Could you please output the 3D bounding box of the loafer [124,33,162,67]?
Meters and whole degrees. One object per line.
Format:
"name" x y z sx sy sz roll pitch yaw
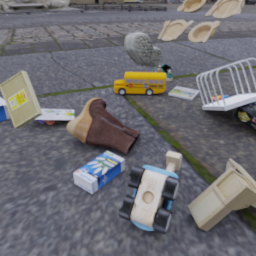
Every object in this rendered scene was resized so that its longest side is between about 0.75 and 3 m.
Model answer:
"loafer" 0.372 -2.566 9.481 0.985 0.987 2.823 11 4 19

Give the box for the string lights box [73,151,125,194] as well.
"string lights box" -0.817 1.272 8.177 0.729 0.418 1.419 21 35 33

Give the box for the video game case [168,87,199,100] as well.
"video game case" 2.776 -1.734 13.955 1.230 0.141 1.119 16 33 25

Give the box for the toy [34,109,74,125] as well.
"toy" -3.082 -0.401 11.230 1.827 0.431 1.052 -3 26 -10

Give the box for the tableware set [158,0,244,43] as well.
"tableware set" 1.943 -3.036 7.715 2.216 0.257 1.851 27 76 44

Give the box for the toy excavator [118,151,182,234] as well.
"toy excavator" 0.794 1.485 7.164 1.117 2.237 2.175 14 76 18

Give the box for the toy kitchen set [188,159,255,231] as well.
"toy kitchen set" 2.523 1.761 7.111 1.655 1.493 1.350 32 19 -30

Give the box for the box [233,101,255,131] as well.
"box" 5.407 -0.269 10.380 1.846 0.534 2.323 -22 48 -35

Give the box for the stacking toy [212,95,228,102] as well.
"stacking toy" 4.173 -1.311 12.961 0.494 0.467 0.850 -12 20 -31

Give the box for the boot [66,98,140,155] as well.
"boot" -0.677 -0.074 10.432 2.366 1.029 2.844 19 30 8

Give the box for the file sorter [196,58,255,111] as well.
"file sorter" 3.956 -1.670 11.075 1.749 1.570 2.521 -18 6 -1

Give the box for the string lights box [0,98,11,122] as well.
"string lights box" -5.995 -0.510 11.137 1.201 0.689 2.337 24 37 37

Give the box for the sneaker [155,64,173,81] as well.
"sneaker" 2.108 -3.378 16.250 0.709 0.794 1.987 -8 30 -14

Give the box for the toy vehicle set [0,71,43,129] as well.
"toy vehicle set" -2.691 -0.706 7.001 0.771 1.241 0.164 -27 -13 13

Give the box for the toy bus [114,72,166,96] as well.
"toy bus" 0.578 -2.203 13.905 2.531 0.991 0.824 2 29 3
